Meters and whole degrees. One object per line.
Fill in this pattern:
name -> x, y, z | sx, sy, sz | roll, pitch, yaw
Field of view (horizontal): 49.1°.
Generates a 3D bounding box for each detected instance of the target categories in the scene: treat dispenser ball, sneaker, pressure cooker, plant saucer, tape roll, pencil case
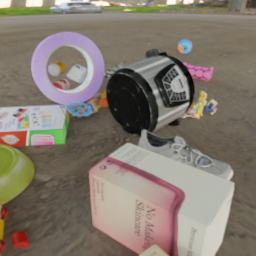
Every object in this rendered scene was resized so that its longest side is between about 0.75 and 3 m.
treat dispenser ball -> 3.854, -5.513, 19.031 | 0.952, 0.952, 0.952 | 0, 27, 0
sneaker -> 1.284, 0.732, 6.900 | 2.498, 1.024, 0.934 | 13, 30, 23
pressure cooker -> 0.824, -1.146, 8.877 | 2.501, 2.200, 2.234 | -27, 57, -35
plant saucer -> -3.812, 1.064, 6.691 | 2.964, 0.460, 2.964 | 0, 23, 0
tape roll -> -2.072, -2.037, 9.705 | 2.402, 2.402, 0.788 | -11, 19, -20
pencil case -> 3.432, -2.890, 14.231 | 1.646, 0.747, 0.771 | 19, 71, 28

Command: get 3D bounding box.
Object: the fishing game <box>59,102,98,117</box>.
fishing game -> -1.632, -0.650, 9.359 | 1.200, 0.187, 0.859 | -8, 41, -28

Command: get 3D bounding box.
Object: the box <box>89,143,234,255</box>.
box -> 0.528, 1.438, 5.096 | 2.251, 1.439, 1.226 | 19, 33, 32

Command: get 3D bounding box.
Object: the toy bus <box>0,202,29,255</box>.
toy bus -> -2.746, 1.865, 4.907 | 1.589, 0.870, 1.684 | 43, 8, 15

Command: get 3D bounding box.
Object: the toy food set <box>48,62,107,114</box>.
toy food set -> -1.869, -1.364, 10.353 | 2.871, 1.371, 1.292 | 27, 30, 3

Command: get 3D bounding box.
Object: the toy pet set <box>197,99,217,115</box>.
toy pet set -> 2.961, -0.803, 10.518 | 0.778, 0.413, 0.726 | 45, 46, 18

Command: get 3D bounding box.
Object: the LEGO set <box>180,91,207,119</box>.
LEGO set -> 2.137, -0.660, 9.503 | 0.575, 0.711, 1.546 | -4, -14, -12

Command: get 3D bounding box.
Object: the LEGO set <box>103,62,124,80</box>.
LEGO set -> -0.420, -2.637, 13.674 | 1.770, 0.772, 2.725 | -12, 30, -24

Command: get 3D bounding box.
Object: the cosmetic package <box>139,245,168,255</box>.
cosmetic package -> 0.755, 2.763, 3.056 | 1.391, 0.982, 2.686 | -22, 34, -36

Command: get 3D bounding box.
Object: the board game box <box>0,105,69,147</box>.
board game box -> -3.284, -0.110, 9.044 | 2.572, 0.519, 1.968 | -3, 27, -5
